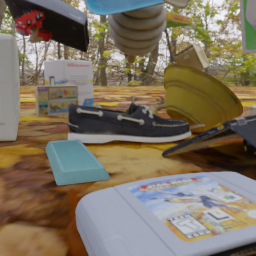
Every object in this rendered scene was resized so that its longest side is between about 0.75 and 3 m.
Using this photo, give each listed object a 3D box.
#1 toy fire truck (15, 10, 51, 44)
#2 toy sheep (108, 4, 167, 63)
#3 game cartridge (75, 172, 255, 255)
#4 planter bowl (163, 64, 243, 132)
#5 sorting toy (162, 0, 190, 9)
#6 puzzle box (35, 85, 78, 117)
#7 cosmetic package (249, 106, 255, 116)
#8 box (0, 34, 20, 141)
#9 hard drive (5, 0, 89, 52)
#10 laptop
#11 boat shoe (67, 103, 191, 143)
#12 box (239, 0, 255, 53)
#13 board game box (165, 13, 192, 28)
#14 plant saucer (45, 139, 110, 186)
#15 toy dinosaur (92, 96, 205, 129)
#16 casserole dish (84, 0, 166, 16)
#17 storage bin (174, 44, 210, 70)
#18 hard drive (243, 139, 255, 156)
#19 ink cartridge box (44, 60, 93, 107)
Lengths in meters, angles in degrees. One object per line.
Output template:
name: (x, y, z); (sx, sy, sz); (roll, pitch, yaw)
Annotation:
toy fire truck: (-2.569, -2.686, 7.677); (0.327, 0.947, 1.343); (16, 40, 7)
toy sheep: (0.256, -3.147, 8.378); (1.903, 2.760, 1.903); (1, 51, -1)
game cartridge: (0.534, 0.717, 2.260); (1.775, 0.369, 1.182); (-4, 15, -22)
planter bowl: (1.490, -0.498, 6.497); (2.044, 0.851, 2.044); (33, -7, 5)
sorting toy: (0.749, -3.016, 4.905); (1.316, 1.422, 0.259); (32, 17, 15)
puzzle box: (-2.400, -0.952, 9.593); (1.518, 1.010, 0.193); (-9, 13, -39)
cosmetic package: (4.059, -0.398, 8.232); (0.585, 0.395, 1.112); (0, 10, 1)
box: (-3.640, -0.989, 5.985); (2.430, 2.092, 2.442); (-2, 17, -19)
hard drive: (-2.309, -3.209, 8.275); (2.446, 0.518, 1.650); (22, -16, 1)
laptop: (2.116, 0.458, 4.031); (2.137, 1.323, 2.282); (-9, -15, -32)
boat shoe: (0.055, -0.127, 5.631); (2.516, 0.759, 0.929); (0, 7, -6)
box: (2.622, -2.610, 4.076); (1.208, 2.498, 2.204); (13, 37, 44)
board game box: (0.969, -3.652, 9.746); (1.087, 0.341, 2.276); (-9, 13, -43)
plant saucer: (-0.850, 0.437, 4.248); (0.657, 0.178, 1.879); (-3, 10, -20)
toy dinosaur: (0.519, -0.185, 6.833); (2.748, 0.800, 1.390); (10, 30, 20)
casserole dish: (0.147, -3.737, 6.793); (2.968, 1.798, 0.576); (-3, 7, 20)
storage bin: (2.144, -2.282, 9.518); (0.414, 0.878, 0.884); (-30, 6, -40)
hard drive: (2.614, 0.317, 4.749); (1.188, 0.225, 0.830); (4, 11, 18)
ink cartridge box: (-2.370, -1.718, 11.244); (1.403, 1.922, 1.410); (9, 14, 42)
